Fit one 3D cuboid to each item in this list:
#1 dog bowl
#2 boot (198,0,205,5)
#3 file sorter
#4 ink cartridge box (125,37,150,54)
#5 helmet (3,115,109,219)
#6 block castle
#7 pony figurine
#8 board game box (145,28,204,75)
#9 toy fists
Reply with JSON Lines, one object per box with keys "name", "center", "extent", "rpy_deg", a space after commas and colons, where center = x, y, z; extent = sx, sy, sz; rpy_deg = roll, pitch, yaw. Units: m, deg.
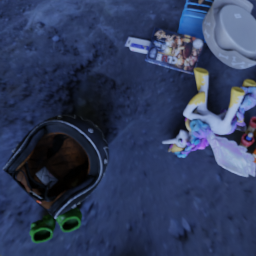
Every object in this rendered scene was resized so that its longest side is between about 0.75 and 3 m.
{"name": "dog bowl", "center": [3.912, -3.409, 10.108], "extent": [2.830, 0.830, 2.830], "rpy_deg": [10, 66, -23]}
{"name": "boot", "center": [2.915, -5.247, 10.509], "extent": [0.495, 0.483, 1.311], "rpy_deg": [30, 90, -2]}
{"name": "file sorter", "center": [2.752, -4.484, 11.264], "extent": [1.196, 1.057, 1.724], "rpy_deg": [14, 58, 10]}
{"name": "ink cartridge box", "center": [0.487, -3.198, 10.934], "extent": [1.151, 0.213, 0.545], "rpy_deg": [16, 59, 7]}
{"name": "helmet", "center": [-1.614, 0.808, 7.008], "extent": [2.385, 2.385, 2.274], "rpy_deg": [34, 65, 20]}
{"name": "block castle", "center": [4.192, 0.495, 8.043], "extent": [1.790, 0.840, 1.196], "rpy_deg": [29, 53, 19]}
{"name": "pony figurine", "center": [2.477, -0.090, 7.740], "extent": [2.580, 2.672, 2.225], "rpy_deg": [12, 38, -4]}
{"name": "board game box", "center": [1.683, -2.796, 10.211], "extent": [1.846, 0.319, 1.251], "rpy_deg": [18, 95, 12]}
{"name": "toy fists", "center": [-1.802, 2.379, 7.017], "extent": [1.319, 0.672, 0.454], "rpy_deg": [-19, 97, -11]}
